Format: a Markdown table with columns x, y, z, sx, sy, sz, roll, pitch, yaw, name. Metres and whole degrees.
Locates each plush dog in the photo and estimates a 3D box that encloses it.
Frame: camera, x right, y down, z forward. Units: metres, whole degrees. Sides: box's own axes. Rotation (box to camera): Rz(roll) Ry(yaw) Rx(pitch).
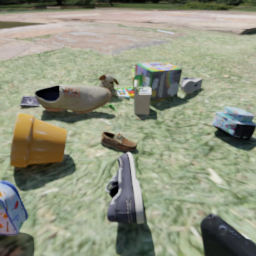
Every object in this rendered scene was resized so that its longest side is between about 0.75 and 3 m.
| x | y | z | sx | sy | sz | roll | pitch | yaw | name |
| --- | --- | --- | --- | --- | --- | --- | --- | --- | --- |
| -0.885 | -1.990 | 12.371 | 1.041 | 0.894 | 0.835 | 11 | 59 | -17 | plush dog |

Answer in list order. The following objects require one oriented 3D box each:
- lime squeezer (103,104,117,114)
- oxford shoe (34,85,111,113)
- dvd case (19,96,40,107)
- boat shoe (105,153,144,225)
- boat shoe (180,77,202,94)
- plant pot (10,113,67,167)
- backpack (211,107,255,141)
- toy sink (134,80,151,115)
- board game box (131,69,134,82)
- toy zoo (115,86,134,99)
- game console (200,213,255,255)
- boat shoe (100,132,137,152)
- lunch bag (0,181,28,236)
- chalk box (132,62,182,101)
| x | y | z | sx | sy | sz | roll | pitch | yaw | name |
| --- | --- | --- | --- | --- | --- | --- | --- | --- | --- |
| -0.686 | -0.830 | 11.383 | 0.921 | 0.174 | 0.325 | 24 | 36 | 36 | lime squeezer |
| -2.144 | -1.164 | 10.733 | 2.906 | 1.028 | 1.073 | -6 | -14 | 5 | oxford shoe |
| -4.155 | -1.132 | 11.948 | 0.763 | 0.082 | 1.026 | 2 | 28 | -13 | dvd case |
| -0.176 | 1.308 | 6.563 | 0.792 | 0.917 | 2.525 | -9 | 21 | -3 | boat shoe |
| 2.726 | -2.010 | 13.119 | 0.815 | 0.656 | 1.758 | 17 | 22 | 37 | boat shoe |
| -2.487 | 0.413 | 7.938 | 1.359 | 1.485 | 1.485 | 8 | 26 | -15 | plant pot |
| 3.500 | -0.200 | 9.402 | 1.113 | 0.944 | 1.253 | 2 | 15 | -36 | backpack |
| 0.570 | -1.216 | 11.034 | 0.658 | 1.174 | 0.765 | 1 | 28 | 2 | toy sink |
| 1.339 | -2.542 | 14.101 | 2.310 | 0.346 | 1.104 | 2 | 33 | -5 | board game box |
| -0.095 | -1.604 | 12.830 | 0.863 | 0.135 | 1.315 | -6 | 29 | -11 | toy zoo |
| 2.576 | 2.239 | 3.474 | 1.687 | 2.550 | 2.899 | -32 | 38 | -20 | game console |
| -0.329 | 0.408 | 8.802 | 1.237 | 0.457 | 0.468 | 11 | 30 | 19 | boat shoe |
| -2.871 | 1.640 | 5.630 | 1.537 | 1.231 | 0.581 | -1 | 33 | 13 | lunch bag |
| 1.054 | -2.064 | 12.257 | 2.127 | 1.323 | 1.317 | -10 | 31 | -29 | chalk box |
